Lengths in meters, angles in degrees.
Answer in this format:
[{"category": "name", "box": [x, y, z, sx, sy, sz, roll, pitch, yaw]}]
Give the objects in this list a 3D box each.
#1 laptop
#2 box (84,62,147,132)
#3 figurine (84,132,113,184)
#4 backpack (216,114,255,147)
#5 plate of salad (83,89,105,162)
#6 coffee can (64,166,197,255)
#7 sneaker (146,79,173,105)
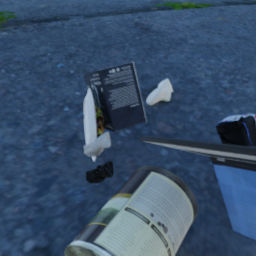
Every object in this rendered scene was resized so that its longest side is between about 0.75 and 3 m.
[{"category": "laptop", "box": [1.977, 1.303, 4.739, 2.980, 1.727, 2.790, 14, -5, -27]}, {"category": "box", "box": [-0.391, -0.854, 7.731, 1.013, 1.607, 1.635, -19, 12, -19]}, {"category": "figurine", "box": [-0.538, 0.590, 5.535, 0.397, 0.900, 0.923, 1, 73, -28]}, {"category": "backpack", "box": [2.852, 0.108, 7.230, 0.843, 1.095, 1.043, -26, 15, -29]}, {"category": "plate of salad", "box": [-0.891, -0.079, 7.432, 0.464, 1.934, 1.934, -3, 36, -14]}, {"category": "coffee can", "box": [0.156, 2.104, 5.569, 1.704, 1.704, 2.329, 21, 38, 25]}, {"category": "sneaker", "box": [1.357, -1.277, 11.156, 0.613, 0.721, 1.629, -15, 26, 49]}]
